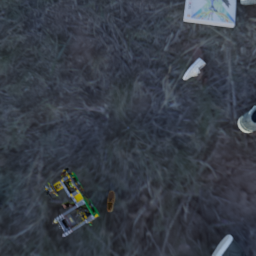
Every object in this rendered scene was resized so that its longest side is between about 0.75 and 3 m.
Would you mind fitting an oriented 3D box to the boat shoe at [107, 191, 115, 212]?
[{"bbox_3d":[-0.640,2.713,10.355,0.276,0.259,0.768,6,75,6],"label":"boat shoe"}]

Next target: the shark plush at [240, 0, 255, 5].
[{"bbox_3d":[6.339,-5.895,12.900,2.361,1.073,0.983,11,94,-18],"label":"shark plush"}]

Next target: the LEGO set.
[{"bbox_3d":[-2.067,2.645,9.632,1.299,1.724,2.242,-32,91,-6],"label":"LEGO set"}]

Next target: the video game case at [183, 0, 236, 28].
[{"bbox_3d":[3.777,-5.662,12.853,2.274,0.250,2.073,8,74,2],"label":"video game case"}]

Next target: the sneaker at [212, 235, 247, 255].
[{"bbox_3d":[3.179,4.934,9.387,1.192,0.850,2.404,40,73,16],"label":"sneaker"}]

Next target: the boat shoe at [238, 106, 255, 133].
[{"bbox_3d":[5.720,-0.768,11.066,2.886,0.891,1.051,-30,76,-8],"label":"boat shoe"}]

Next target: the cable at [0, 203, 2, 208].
[{"bbox_3d":[-5.333,2.818,10.170,1.226,0.311,1.000,41,68,-6],"label":"cable"}]

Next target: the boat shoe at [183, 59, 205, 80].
[{"bbox_3d":[2.811,-2.402,11.819,0.429,0.436,1.229,39,71,13],"label":"boat shoe"}]
